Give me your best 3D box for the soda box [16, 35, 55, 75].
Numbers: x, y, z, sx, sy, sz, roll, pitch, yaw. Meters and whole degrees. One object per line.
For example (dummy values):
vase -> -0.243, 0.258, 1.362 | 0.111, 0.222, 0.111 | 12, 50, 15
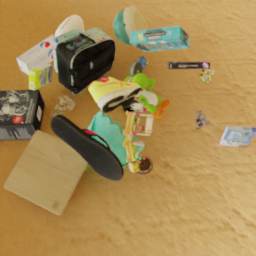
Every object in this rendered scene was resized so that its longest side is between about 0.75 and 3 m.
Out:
soda box -> -4.161, -3.506, 13.480 | 0.725, 0.775, 2.276 | 31, 60, 21

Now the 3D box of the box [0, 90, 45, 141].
box -> -4.410, -0.523, 11.186 | 1.711, 0.978, 1.879 | -3, 54, -1

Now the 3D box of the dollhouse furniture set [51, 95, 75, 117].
dollhouse furniture set -> -2.710, -0.977, 11.472 | 0.602, 0.850, 0.926 | 40, 29, 13

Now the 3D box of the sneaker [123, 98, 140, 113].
sneaker -> -0.213, -1.074, 11.899 | 1.327, 0.469, 0.658 | 21, 51, 9

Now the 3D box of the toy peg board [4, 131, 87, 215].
toy peg board -> -2.629, 1.591, 9.795 | 2.228, 1.090, 2.218 | 21, 72, 16

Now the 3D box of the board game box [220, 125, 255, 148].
board game box -> 4.110, 0.333, 10.533 | 1.028, 1.033, 0.224 | 6, 53, 4

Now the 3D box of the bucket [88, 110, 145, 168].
bucket -> -0.590, 0.519, 9.549 | 2.040, 2.040, 1.327 | 40, 93, 25

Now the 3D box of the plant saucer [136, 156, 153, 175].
plant saucer -> 0.538, 1.356, 10.363 | 0.777, 0.125, 0.777 | 0, 53, -1

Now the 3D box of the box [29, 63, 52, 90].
box -> -3.401, -2.038, 11.038 | 0.301, 0.770, 1.263 | 20, 32, 12

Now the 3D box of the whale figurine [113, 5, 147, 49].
whale figurine -> 0.151, -4.462, 12.558 | 1.226, 1.880, 2.363 | -8, 12, 24

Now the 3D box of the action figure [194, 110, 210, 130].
action figure -> 2.594, -0.315, 9.954 | 0.361, 1.042, 0.678 | -26, 73, -4

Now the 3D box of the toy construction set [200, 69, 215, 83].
toy construction set -> 3.668, -2.462, 12.948 | 0.594, 0.417, 0.905 | 6, 42, 34

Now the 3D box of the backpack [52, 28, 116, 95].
backpack -> -1.870, -3.060, 12.186 | 2.712, 2.408, 2.042 | -34, 65, -27

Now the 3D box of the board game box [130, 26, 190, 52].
board game box -> 1.294, -3.472, 11.094 | 2.004, 1.513, 0.470 | 3, 91, 26

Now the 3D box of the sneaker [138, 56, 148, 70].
sneaker -> 0.574, -2.912, 12.687 | 0.398, 0.474, 1.209 | -22, 22, 28

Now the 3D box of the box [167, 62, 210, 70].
box -> 2.043, -2.154, 9.660 | 1.373, 0.248, 0.982 | 2, 15, 6

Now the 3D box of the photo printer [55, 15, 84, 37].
photo printer -> -2.680, -4.156, 13.210 | 0.692, 1.992, 1.658 | 22, 58, 15

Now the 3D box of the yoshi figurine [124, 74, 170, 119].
yoshi figurine -> 0.778, -1.402, 11.264 | 2.056, 1.151, 1.155 | 40, 14, -10

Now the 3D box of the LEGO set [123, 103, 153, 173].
LEGO set -> 0.383, 0.337, 8.588 | 0.826, 1.020, 2.218 | 2, 90, 18

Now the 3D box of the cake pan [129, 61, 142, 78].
cake pan -> 0.343, -2.364, 11.731 | 0.163, 0.889, 0.889 | 12, 53, 30

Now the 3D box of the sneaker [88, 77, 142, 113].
sneaker -> -0.431, -1.372, 9.948 | 1.174, 1.016, 2.599 | 45, 26, 12

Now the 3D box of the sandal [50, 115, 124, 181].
sandal -> -1.093, 0.462, 8.098 | 2.669, 1.002, 0.601 | 39, 39, 12
